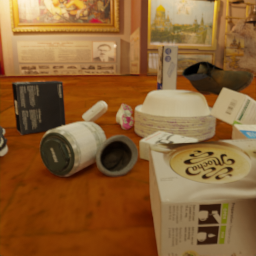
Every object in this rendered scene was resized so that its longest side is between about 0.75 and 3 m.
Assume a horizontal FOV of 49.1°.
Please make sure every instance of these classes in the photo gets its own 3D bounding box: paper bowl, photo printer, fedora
[{"bbox_3d":[1.488,-0.473,8.961,2.562,1.332,2.562,1,14,0],"label":"paper bowl"},{"bbox_3d":[-1.146,-0.547,9.943,0.951,0.330,0.792,-41,-6,-5],"label":"photo printer"},{"bbox_3d":[-0.265,0.614,5.900,0.900,0.796,0.406,-46,0,-19],"label":"fedora"}]

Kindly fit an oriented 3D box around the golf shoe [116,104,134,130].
[{"bbox_3d":[-0.154,-0.283,9.997,0.519,0.631,1.378,31,29,-19],"label":"golf shoe"}]

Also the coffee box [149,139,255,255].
[{"bbox_3d":[1.562,0.863,3.625,2.478,0.989,1.400,-2,23,1],"label":"coffee box"}]

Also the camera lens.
[{"bbox_3d":[-1.159,0.414,5.961,0.986,0.986,1.233,7,15,27],"label":"camera lens"}]

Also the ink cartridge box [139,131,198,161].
[{"bbox_3d":[0.941,0.494,6.601,1.140,0.475,0.828,13,25,39],"label":"ink cartridge box"}]

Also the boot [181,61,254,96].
[{"bbox_3d":[2.459,-1.433,8.038,1.001,0.772,2.066,27,-13,-27],"label":"boot"}]

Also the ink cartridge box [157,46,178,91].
[{"bbox_3d":[1.686,-2.112,12.355,0.636,2.878,1.353,-1,14,-3],"label":"ink cartridge box"}]

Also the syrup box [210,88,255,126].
[{"bbox_3d":[3.274,-0.311,7.675,2.039,0.803,0.830,19,11,-35],"label":"syrup box"}]

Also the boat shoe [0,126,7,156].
[{"bbox_3d":[-3.248,0.483,6.305,0.857,0.700,2.320,-2,14,-7],"label":"boat shoe"}]

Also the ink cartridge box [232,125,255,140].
[{"bbox_3d":[3.639,0.471,6.010,2.469,0.830,1.434,2,12,9],"label":"ink cartridge box"}]

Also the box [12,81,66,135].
[{"bbox_3d":[-2.951,-0.713,9.310,1.472,1.616,0.841,-8,15,-30],"label":"box"}]
